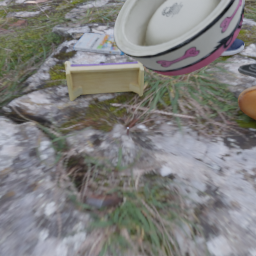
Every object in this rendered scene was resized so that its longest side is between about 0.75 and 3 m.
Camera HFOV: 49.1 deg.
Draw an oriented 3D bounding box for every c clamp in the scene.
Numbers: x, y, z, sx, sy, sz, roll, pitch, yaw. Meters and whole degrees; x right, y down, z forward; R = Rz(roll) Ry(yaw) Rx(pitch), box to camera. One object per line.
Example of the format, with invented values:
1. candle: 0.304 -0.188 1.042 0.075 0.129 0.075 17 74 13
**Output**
1. c clamp: 4.353 -1.414 7.286 2.228 0.353 2.608 -17 29 -22

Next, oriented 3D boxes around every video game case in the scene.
1. video game case: -0.948 -3.222 10.673 1.886 0.168 1.350 8 41 9

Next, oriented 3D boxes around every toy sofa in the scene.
1. toy sofa: -0.670 -1.512 8.127 2.213 0.916 1.080 -4 42 -5

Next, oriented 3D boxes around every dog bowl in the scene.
1. dog bowl: 0.870 -1.828 4.662 2.199 0.811 2.199 -20 52 28

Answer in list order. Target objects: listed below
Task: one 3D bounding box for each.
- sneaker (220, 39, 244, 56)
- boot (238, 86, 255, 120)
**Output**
1. sneaker: 3.172 -3.210 9.856 2.221 1.205 0.778 -8 42 -9
2. boot: 3.561 0.216 6.060 2.945 1.085 2.278 23 50 28
